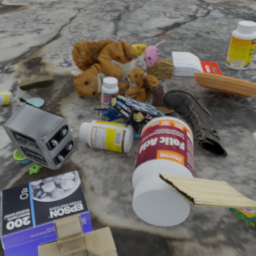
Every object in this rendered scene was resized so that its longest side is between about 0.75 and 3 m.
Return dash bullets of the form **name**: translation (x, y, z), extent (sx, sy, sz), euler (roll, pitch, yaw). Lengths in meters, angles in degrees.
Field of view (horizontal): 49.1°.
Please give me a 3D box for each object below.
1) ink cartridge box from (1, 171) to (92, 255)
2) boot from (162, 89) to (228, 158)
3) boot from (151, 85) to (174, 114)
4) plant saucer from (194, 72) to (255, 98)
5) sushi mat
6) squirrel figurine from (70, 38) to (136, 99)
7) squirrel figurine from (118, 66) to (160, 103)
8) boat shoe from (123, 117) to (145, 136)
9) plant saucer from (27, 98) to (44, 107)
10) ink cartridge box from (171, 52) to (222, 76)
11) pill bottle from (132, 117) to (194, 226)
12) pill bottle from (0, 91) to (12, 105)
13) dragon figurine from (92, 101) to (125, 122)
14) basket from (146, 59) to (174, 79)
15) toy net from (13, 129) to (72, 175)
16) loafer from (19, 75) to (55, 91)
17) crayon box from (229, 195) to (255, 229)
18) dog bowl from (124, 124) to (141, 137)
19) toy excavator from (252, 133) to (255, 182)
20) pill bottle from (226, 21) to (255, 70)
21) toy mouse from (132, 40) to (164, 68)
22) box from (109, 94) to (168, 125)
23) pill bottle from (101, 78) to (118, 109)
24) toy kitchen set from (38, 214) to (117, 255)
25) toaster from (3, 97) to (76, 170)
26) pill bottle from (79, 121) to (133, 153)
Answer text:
- **ink cartridge box**: translation (-1.954, 2.030, 6.630), extent (1.965, 0.430, 1.984), euler (-12, 39, -17)
- **boot**: translation (2.114, -0.172, 8.758), extent (2.244, 0.777, 1.953), euler (29, 31, -19)
- **boot**: translation (1.331, -1.073, 10.314), extent (0.462, 1.062, 1.276), euler (8, 22, 45)
- **plant saucer**: translation (3.825, -1.644, 10.918), extent (2.626, 0.492, 2.626), euler (12, 10, -2)
- **sushi mat**: translation (1.726, 1.307, 5.753), extent (2.295, 0.139, 1.098), euler (14, 10, -37)
- **squirrel figurine**: translation (-1.229, -2.427, 11.588), extent (2.626, 1.991, 2.814), euler (-35, 61, -12)
- **squirrel figurine**: translation (0.434, -1.680, 10.891), extent (1.522, 1.420, 1.077), euler (-13, 38, -29)
- **boat shoe**: translation (0.148, -0.181, 9.198), extent (0.461, 0.512, 1.423), euler (9, 25, -22)
- **plant saucer**: translation (-3.693, -0.919, 10.992), extent (0.774, 0.149, 0.774), euler (0, 35, 0)
- **ink cartridge box**: translation (3.333, -3.139, 13.774), extent (2.332, 0.665, 1.896), euler (-1, 35, 6)
- **pill bottle**: translation (0.908, 1.007, 7.096), extent (1.491, 1.491, 2.611), euler (5, 36, 7)
- **pill bottle**: translation (-4.964, -1.138, 10.697), extent (0.537, 0.537, 0.983), euler (16, 14, 21)
- **dragon figurine**: translation (-0.621, -0.571, 9.605), extent (0.818, 1.645, 0.484), euler (-41, 51, 5)
- **basket**: translation (1.468, -2.862, 13.088), extent (1.223, 0.873, 0.911), euler (1, 37, 0)
- **toy net**: translation (-2.432, 0.545, 8.525), extent (1.020, 0.375, 1.944), euler (26, 52, 34)
- **loafer**: translation (-3.822, -1.954, 11.686), extent (1.483, 0.564, 0.500), euler (-12, 66, -10)
- **crayon box**: translation (2.878, 1.985, 6.676), extent (0.471, 0.231, 0.793), euler (-26, 32, -23)
- **dog bowl**: translation (0.175, 0.104, 9.491), extent (0.929, 0.230, 0.518), euler (0, 35, 1)
- **toy excavator**: translation (3.731, 1.239, 6.906), extent (1.235, 2.405, 2.473), euler (-19, -7, 16)
- **pill bottle**: translation (5.521, -3.973, 13.561), extent (1.158, 2.120, 1.158), euler (0, 36, 0)
- **toy mouse**: translation (0.488, -3.037, 12.751), extent (2.674, 0.517, 2.376), euler (-23, 51, 26)
- **box**: translation (0.459, -0.473, 8.881), extent (1.753, 0.403, 1.393), euler (14, 16, -34)
- **pill bottle**: translation (-0.689, -1.265, 10.495), extent (0.620, 1.131, 0.620), euler (4, 35, -3)
- **toy kitchen set**: translation (-0.911, 2.534, 5.255), extent (1.458, 1.189, 1.315), euler (-11, 37, -15)
- **toaster**: translation (-2.378, 0.195, 7.571), extent (1.642, 1.485, 0.974), euler (20, 53, 18)
- **pill bottle**: translation (-0.683, 0.243, 8.747), extent (1.585, 0.866, 0.866), euler (9, 36, 11)
